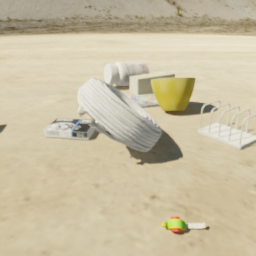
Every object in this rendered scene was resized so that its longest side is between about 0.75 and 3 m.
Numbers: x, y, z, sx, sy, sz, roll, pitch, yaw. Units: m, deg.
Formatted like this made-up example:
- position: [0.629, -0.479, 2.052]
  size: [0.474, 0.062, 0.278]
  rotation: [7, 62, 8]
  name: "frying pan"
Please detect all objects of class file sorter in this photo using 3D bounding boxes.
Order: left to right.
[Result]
- position: [3.208, -0.155, 8.872]
  size: [1.092, 0.980, 1.574]
  rotation: [-18, 29, -35]
  name: "file sorter"

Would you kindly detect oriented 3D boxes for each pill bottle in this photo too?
- position: [-0.093, -2.790, 14.495]
  size: [2.131, 1.208, 1.208]
  rotation: [-5, 23, -26]
  name: "pill bottle"

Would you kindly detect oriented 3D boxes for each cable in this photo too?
- position: [-0.240, -0.414, 7.916]
  size: [2.629, 0.910, 2.630]
  rotation: [32, 13, -29]
  name: "cable"

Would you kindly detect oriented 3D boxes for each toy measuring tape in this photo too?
- position: [1.028, 1.785, 5.161]
  size: [0.828, 0.304, 0.304]
  rotation: [-1, 23, 4]
  name: "toy measuring tape"

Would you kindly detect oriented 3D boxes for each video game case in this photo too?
- position: [0.906, -1.208, 12.347]
  size: [1.914, 0.172, 1.370]
  rotation: [-7, 24, -15]
  name: "video game case"

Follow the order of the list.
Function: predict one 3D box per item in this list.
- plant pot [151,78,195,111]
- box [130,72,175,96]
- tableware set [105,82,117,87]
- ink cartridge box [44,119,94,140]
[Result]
- position: [1.762, -1.294, 10.954]
  size: [1.717, 1.219, 1.717]
  rotation: [-2, 5, 0]
  name: "plant pot"
- position: [1.192, -2.147, 13.624]
  size: [2.225, 0.914, 0.761]
  rotation: [-12, 25, -28]
  name: "box"
- position: [-0.786, -2.352, 15.081]
  size: [1.127, 0.131, 0.941]
  rotation: [-4, 24, -10]
  name: "tableware set"
- position: [-1.849, -0.059, 9.486]
  size: [1.469, 0.322, 1.483]
  rotation: [3, 22, 8]
  name: "ink cartridge box"
